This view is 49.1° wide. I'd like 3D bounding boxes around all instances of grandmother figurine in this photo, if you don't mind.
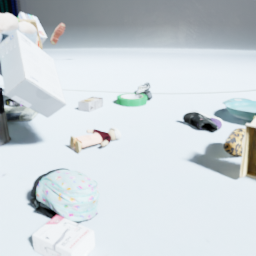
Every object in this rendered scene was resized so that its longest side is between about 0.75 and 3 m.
[{"bbox_3d":[-0.880,0.299,8.048,1.568,0.475,0.951,-11,43,-37],"label":"grandmother figurine"}]

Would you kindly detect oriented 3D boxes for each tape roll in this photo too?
[{"bbox_3d":[0.163,-1.257,12.535,1.356,0.326,1.356,0,20,0],"label":"tape roll"}]

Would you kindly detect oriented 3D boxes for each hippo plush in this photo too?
[{"bbox_3d":[-3.485,-2.235,7.618,1.810,1.793,2.251,32,3,30],"label":"hippo plush"}]

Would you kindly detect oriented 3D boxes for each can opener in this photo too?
[{"bbox_3d":[0.807,-1.825,13.775,0.636,0.802,2.415,-23,12,10],"label":"can opener"}]

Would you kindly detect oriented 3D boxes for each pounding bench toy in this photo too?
[{"bbox_3d":[-3.979,-3.278,9.992,1.322,2.128,1.660,-1,54,-5],"label":"pounding bench toy"}]

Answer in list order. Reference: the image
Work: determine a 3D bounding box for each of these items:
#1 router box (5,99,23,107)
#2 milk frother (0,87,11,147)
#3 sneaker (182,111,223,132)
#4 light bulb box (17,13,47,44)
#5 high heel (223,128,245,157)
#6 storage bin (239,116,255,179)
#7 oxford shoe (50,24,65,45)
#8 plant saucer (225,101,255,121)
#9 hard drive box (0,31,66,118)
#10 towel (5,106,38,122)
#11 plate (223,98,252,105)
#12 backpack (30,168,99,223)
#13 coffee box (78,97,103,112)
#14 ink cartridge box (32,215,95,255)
[{"bbox_3d":[-4.698,-1.203,12.418,0.858,0.294,1.151,7,21,18],"label":"router box"},{"bbox_3d":[-4.286,-0.211,7.687,1.690,1.590,1.525,-3,21,-8],"label":"milk frother"},{"bbox_3d":[2.392,-0.201,9.340,1.380,0.523,0.604,14,29,34],"label":"sneaker"},{"bbox_3d":[-4.234,-3.846,11.717,0.784,1.256,1.245,-4,59,-53],"label":"light bulb box"},{"bbox_3d":[3.419,0.437,7.096,2.016,0.720,1.437,-6,12,-42],"label":"high heel"},{"bbox_3d":[3.143,0.593,5.727,1.416,1.406,0.664,13,28,33],"label":"storage bin"},{"bbox_3d":[-3.201,-4.232,12.520,0.364,1.030,0.380,25,19,-43],"label":"oxford shoe"},{"bbox_3d":[5.086,-0.604,10.273,2.921,0.400,2.921,-1,14,0],"label":"plant saucer"},{"bbox_3d":[-2.262,-1.250,6.621,0.639,1.296,1.663,-33,56,15],"label":"hard drive box"},{"bbox_3d":[-4.226,-0.513,10.674,1.481,0.266,1.538,-4,22,-4],"label":"towel"},{"bbox_3d":[4.980,-1.129,12.381,1.486,0.190,1.486,-1,20,0],"label":"plate"},{"bbox_3d":[-1.069,1.187,5.025,1.196,0.757,0.998,20,26,40],"label":"backpack"},{"bbox_3d":[-1.559,-0.997,11.686,0.572,0.399,1.000,10,22,26],"label":"coffee box"},{"bbox_3d":[-0.958,1.699,4.228,0.762,0.315,0.558,10,22,27],"label":"ink cartridge box"}]
